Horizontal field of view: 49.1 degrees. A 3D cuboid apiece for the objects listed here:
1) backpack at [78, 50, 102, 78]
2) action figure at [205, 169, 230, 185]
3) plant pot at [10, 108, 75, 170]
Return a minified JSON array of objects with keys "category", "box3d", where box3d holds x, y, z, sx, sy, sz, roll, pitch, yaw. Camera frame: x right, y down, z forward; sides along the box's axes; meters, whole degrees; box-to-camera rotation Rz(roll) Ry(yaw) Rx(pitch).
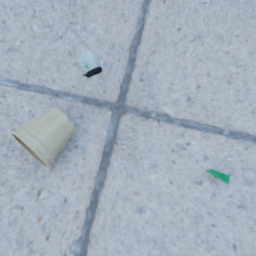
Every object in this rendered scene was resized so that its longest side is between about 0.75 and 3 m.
[{"category":"backpack","box3d":[-1.383,-2.346,10.156,0.749,0.568,0.898,-28,89,-35]},{"category":"action figure","box3d":[3.216,1.713,10.121,0.884,0.242,0.522,25,37,10]},{"category":"plant pot","box3d":[-2.915,0.248,10.124,1.864,1.864,1.707,40,68,9]}]
